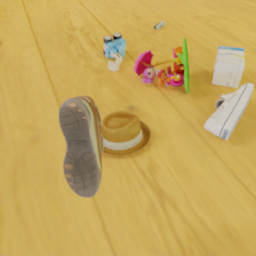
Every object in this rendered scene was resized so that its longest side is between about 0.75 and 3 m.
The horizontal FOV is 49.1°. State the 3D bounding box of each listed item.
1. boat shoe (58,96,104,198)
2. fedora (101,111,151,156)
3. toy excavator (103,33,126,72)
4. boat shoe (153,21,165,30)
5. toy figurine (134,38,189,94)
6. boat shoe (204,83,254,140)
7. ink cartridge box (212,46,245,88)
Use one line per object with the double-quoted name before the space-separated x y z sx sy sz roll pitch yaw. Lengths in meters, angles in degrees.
"boat shoe" -0.621 0.300 4.297 0.634 1.673 0.601 9 25 15
"fedora" -0.217 0.022 8.026 1.782 0.727 1.782 1 41 0
"toy excavator" -0.502 -3.126 11.712 1.562 0.802 1.606 -30 58 -28
"boat shoe" 1.634 -5.349 14.543 0.266 0.295 0.835 29 50 27
"toy figurine" 1.204 -2.146 10.354 1.991 1.624 2.163 -4 64 16
"boat shoe" 3.160 -0.698 8.681 0.852 0.959 2.607 26 46 22
"ink cartridge box" 3.750 -2.301 10.501 0.965 0.982 1.334 11 42 12
